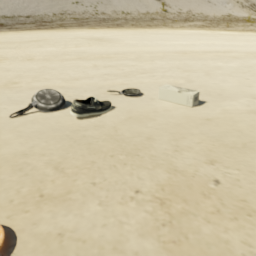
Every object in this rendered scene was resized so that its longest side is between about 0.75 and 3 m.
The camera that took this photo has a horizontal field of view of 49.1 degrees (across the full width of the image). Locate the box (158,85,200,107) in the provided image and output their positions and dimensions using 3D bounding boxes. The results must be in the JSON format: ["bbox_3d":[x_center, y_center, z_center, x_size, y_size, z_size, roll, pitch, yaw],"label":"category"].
[{"bbox_3d":[2.700,-1.744,14.985,2.057,0.703,0.845,18,31,33],"label":"box"}]

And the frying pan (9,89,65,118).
[{"bbox_3d":[-4.523,-1.359,13.921,2.801,0.456,1.695,-8,50,-23],"label":"frying pan"}]

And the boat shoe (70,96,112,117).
[{"bbox_3d":[-1.670,-1.102,13.440,2.365,0.800,0.849,-13,33,-44],"label":"boat shoe"}]

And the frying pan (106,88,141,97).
[{"bbox_3d":[-0.171,-1.970,15.943,1.865,0.304,1.128,-12,27,-20],"label":"frying pan"}]

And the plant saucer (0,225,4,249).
[{"bbox_3d":[-3.541,2.671,6.233,1.502,0.281,1.502,0,26,0],"label":"plant saucer"}]
